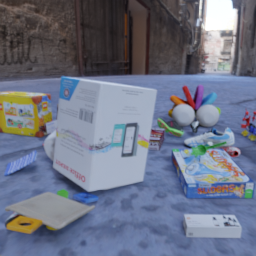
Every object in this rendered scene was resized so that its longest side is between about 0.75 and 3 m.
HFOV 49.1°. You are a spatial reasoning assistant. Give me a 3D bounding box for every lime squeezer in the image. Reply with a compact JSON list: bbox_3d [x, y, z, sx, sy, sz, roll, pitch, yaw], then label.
[{"bbox_3d":[2.315,0.744,8.813,1.978,0.373,0.699,-9,6,-43],"label":"lime squeezer"}]

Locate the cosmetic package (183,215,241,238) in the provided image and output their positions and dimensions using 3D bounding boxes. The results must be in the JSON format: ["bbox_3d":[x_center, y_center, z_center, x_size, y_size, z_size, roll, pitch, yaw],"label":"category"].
[{"bbox_3d":[1.844,2.170,6.224,1.160,0.294,0.479,0,14,1],"label":"cosmetic package"}]

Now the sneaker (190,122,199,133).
[{"bbox_3d":[3.157,-0.014,13.448,0.389,0.362,0.981,2,22,20],"label":"sneaker"}]

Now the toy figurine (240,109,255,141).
[{"bbox_3d":[6.328,0.018,12.461,1.493,1.314,2.492,3,16,-8],"label":"toy figurine"}]

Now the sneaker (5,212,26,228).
[{"bbox_3d":[-2.592,2.057,6.603,0.522,0.325,0.973,8,13,30],"label":"sneaker"}]

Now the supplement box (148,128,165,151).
[{"bbox_3d":[1.050,0.460,12.120,0.897,0.502,1.649,4,17,13],"label":"supplement box"}]

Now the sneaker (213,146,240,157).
[{"bbox_3d":[3.821,0.889,10.863,0.989,0.330,0.530,8,14,18],"label":"sneaker"}]

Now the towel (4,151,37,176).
[{"bbox_3d":[-3.586,1.169,9.361,1.098,0.131,0.795,-27,23,-2],"label":"towel"}]

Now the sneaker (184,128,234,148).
[{"bbox_3d":[3.217,0.420,11.319,2.115,0.766,0.760,-10,3,42],"label":"sneaker"}]

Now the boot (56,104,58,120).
[{"bbox_3d":[-3.593,-0.640,14.772,0.591,1.231,1.683,1,15,3],"label":"boot"}]

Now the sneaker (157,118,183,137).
[{"bbox_3d":[1.953,-0.086,13.039,1.376,0.528,0.576,29,56,-7],"label":"sneaker"}]

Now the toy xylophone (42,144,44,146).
[{"bbox_3d":[-2.935,0.769,11.417,0.799,0.274,1.091,-13,20,-42],"label":"toy xylophone"}]

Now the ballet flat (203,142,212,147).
[{"bbox_3d":[2.874,0.786,10.473,0.314,0.314,0.874,-8,-27,-28],"label":"ballet flat"}]

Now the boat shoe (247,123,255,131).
[{"bbox_3d":[6.272,0.002,14.075,0.381,0.361,1.090,3,15,10],"label":"boat shoe"}]

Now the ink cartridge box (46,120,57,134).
[{"bbox_3d":[-2.341,-0.219,12.456,2.416,0.534,1.136,-15,-11,24],"label":"ink cartridge box"}]

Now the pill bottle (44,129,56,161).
[{"bbox_3d":[-1.965,0.215,10.400,1.301,1.301,2.345,5,34,18],"label":"pill bottle"}]

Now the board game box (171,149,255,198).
[{"bbox_3d":[2.504,1.343,8.895,1.875,0.477,2.770,0,15,-1],"label":"board game box"}]

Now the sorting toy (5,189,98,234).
[{"bbox_3d":[-1.756,1.939,6.418,1.542,0.373,2.738,9,4,21],"label":"sorting toy"}]

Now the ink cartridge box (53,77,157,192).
[{"bbox_3d":[-0.761,0.087,8.430,2.098,2.873,2.108,-1,13,-43],"label":"ink cartridge box"}]

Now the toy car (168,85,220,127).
[{"bbox_3d":[3.659,-1.304,15.484,2.859,2.144,2.502,2,15,7],"label":"toy car"}]

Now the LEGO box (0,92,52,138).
[{"bbox_3d":[-5.078,-0.702,13.618,2.618,1.950,1.010,7,16,21],"label":"LEGO box"}]
